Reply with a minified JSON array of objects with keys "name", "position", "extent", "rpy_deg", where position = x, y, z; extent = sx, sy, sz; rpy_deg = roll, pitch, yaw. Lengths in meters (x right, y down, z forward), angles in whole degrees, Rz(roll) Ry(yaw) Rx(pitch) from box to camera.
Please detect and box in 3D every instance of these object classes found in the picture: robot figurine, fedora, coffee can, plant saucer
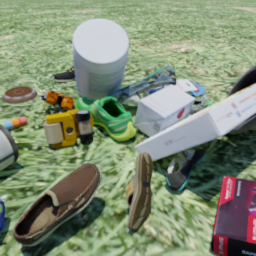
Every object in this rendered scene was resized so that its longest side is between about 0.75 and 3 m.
[{"name":"robot figurine","position":[-2.510,-1.011,10.259],"extent":[1.325,0.532,1.828],"rpy_deg":[19,2,-17]},{"name":"fedora","position":[4.373,-0.801,9.002],"extent":[1.353,2.996,2.650],"rpy_deg":[25,72,-9]},{"name":"coffee can","position":[-4.043,0.788,7.244],"extent":[1.358,1.358,1.855],"rpy_deg":[19,36,28]},{"name":"plant saucer","position":[-4.666,-1.459,11.994],"extent":[1.483,0.238,1.483],"rpy_deg":[-1,32,1]}]

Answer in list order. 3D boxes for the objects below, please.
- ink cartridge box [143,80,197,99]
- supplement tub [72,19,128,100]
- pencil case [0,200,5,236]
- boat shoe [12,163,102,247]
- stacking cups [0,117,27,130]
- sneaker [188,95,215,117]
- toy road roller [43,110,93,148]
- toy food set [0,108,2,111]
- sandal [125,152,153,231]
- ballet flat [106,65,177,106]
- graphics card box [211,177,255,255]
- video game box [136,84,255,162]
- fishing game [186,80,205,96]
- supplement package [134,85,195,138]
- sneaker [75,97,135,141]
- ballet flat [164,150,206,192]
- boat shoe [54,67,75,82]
[{"name":"ink cartridge box","position":[1.669,-1.370,11.332],"extent":[1.930,0.655,1.120],"rpy_deg":[-9,34,-9]},{"name":"supplement tub","position":[-1.056,-2.319,10.448],"extent":[1.919,2.909,1.919],"rpy_deg":[3,68,-7]},{"name":"pencil case","position":[-3.559,1.981,5.868],"extent":[1.908,0.828,0.744],"rpy_deg":[-3,15,-4]},{"name":"boat shoe","position":[-1.385,1.508,5.728],"extent":[0.798,0.800,2.162],"rpy_deg":[36,68,19]},{"name":"stacking cups","position":[-4.142,-0.057,9.650],"extent":[1.281,0.388,0.388],"rpy_deg":[-18,36,-35]},{"name":"sneaker","position":[2.771,-0.648,9.606],"extent":[2.068,0.916,0.795],"rpy_deg":[12,42,46]},{"name":"toy road roller","position":[-1.912,-0.078,9.093],"extent":[1.586,0.975,1.158],"rpy_deg":[-11,21,-16]},{"name":"toy food set","position":[-3.801,-0.318,7.685],"extent":[0.545,0.229,0.760],"rpy_deg":[-43,17,-35]},{"name":"sandal","position":[0.199,1.418,6.386],"extent":[0.472,1.749,0.702],"rpy_deg":[-4,-19,33]},{"name":"ballet flat","position":[0.550,-1.359,10.423],"extent":[2.774,1.030,1.030],"rpy_deg":[-26,33,5]},{"name":"graphics card box","position":[3.165,1.935,5.584],"extent":[2.705,0.688,1.697],"rpy_deg":[6,36,24]},{"name":"video game box","position":[2.029,-0.105,7.679],"extent":[2.727,0.701,2.993],"rpy_deg":[-28,-2,-36]},{"name":"fishing game","position":[2.770,-1.764,12.431],"extent":[1.361,0.295,1.900],"rpy_deg":[17,37,26]},{"name":"supplement package","position":[1.239,-0.538,9.502],"extent":[1.075,1.089,1.796],"rpy_deg":[36,46,26]},{"name":"sneaker","position":[-0.771,-0.610,9.661],"extent":[1.060,1.196,2.862],"rpy_deg":[-25,40,-37]},{"name":"ballet flat","position":[1.550,0.956,7.576],"extent":[0.627,0.623,1.834],"rpy_deg":[49,44,2]},{"name":"boat shoe","position":[-2.632,-2.705,13.640],"extent":[2.062,0.646,0.755],"rpy_deg":[-15,35,-21]}]
